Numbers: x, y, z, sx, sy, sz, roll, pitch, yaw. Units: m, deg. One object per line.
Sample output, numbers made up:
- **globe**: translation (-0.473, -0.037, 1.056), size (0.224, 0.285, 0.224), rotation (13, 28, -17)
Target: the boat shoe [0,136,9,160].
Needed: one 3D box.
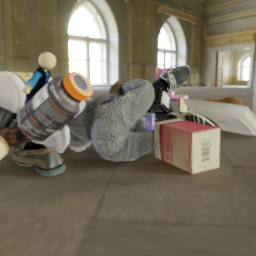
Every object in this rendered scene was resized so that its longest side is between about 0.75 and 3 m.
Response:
- **boat shoe**: translation (-3.639, 0.607, 6.020), size (2.164, 0.781, 0.703), rotation (-5, 33, 18)

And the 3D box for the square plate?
- **square plate**: translation (3.312, -0.300, 9.658), size (2.325, 0.334, 2.347), rotation (14, -12, 46)

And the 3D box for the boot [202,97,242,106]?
- **boot**: translation (4.716, -1.176, 15.458), size (2.509, 0.962, 1.948), rotation (-10, 9, -13)

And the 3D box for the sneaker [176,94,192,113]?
- **sneaker**: translation (2.304, -1.315, 15.290), size (2.535, 1.058, 1.022), rotation (2, 10, 15)

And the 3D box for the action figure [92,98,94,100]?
- **action figure**: translation (-2.060, -0.347, 10.146), size (1.620, 1.801, 2.419), rotation (-6, -16, 18)

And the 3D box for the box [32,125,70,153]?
- **box**: translation (-2.187, 0.269, 8.075), size (0.807, 0.633, 1.298), rotation (-2, 11, -2)

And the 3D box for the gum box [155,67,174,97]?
- **gum box**: translation (1.843, -2.299, 13.843), size (0.801, 1.375, 2.424), rotation (2, 11, 12)

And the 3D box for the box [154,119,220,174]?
- **box**: translation (1.344, 0.381, 6.642), size (0.804, 0.943, 1.475), rotation (-9, 13, -27)

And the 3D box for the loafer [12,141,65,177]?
- **loafer**: translation (-2.101, 0.547, 6.450), size (0.717, 0.628, 1.997), rotation (-23, 23, -40)

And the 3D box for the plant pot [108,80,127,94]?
- **plant pot**: translation (-0.415, -1.197, 13.310), size (1.662, 1.662, 1.442), rotation (8, 46, 37)

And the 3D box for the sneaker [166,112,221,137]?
- **sneaker**: translation (2.253, -0.169, 9.286), size (0.959, 0.884, 2.398), rotation (-12, 18, -23)

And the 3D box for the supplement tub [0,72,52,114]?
- **supplement tub**: translation (-4.659, -1.463, 12.848), size (2.146, 2.146, 2.972), rotation (4, 10, 20)

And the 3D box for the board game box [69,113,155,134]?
- **board game box**: translation (-0.486, -0.186, 10.033), size (1.890, 0.629, 2.811), rotation (6, 9, 29)

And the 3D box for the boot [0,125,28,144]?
- **boot**: translation (-4.154, 0.123, 9.140), size (2.023, 0.650, 1.886), rotation (-3, 8, 9)

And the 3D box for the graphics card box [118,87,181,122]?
- **graphics card box**: translation (0.921, -0.861, 11.291), size (1.760, 0.714, 2.806), rotation (6, -9, 27)

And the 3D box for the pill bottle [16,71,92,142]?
- **pill bottle**: translation (-1.669, -0.516, 6.484), size (1.859, 0.987, 0.987), rotation (-34, -7, 28)

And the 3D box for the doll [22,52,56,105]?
- **doll**: translation (-3.191, -1.249, 9.774), size (0.698, 2.881, 1.966), rotation (21, 17, -3)

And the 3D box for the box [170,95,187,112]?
- **box**: translation (1.791, -1.021, 13.706), size (1.925, 1.058, 2.189), rotation (4, 11, 20)

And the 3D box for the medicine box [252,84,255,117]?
- **medicine box**: translation (5.808, -0.987, 11.786), size (0.972, 1.721, 1.889), rotation (6, 12, 28)

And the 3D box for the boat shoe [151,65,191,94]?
- **boat shoe**: translation (1.626, -1.920, 12.076), size (2.500, 0.936, 0.773), rotation (-27, 4, 2)

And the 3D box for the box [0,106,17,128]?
- **box**: translation (-4.459, -0.400, 9.680), size (1.119, 0.706, 1.139), rotation (26, -8, -1)

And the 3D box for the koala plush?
- **koala plush**: translation (-0.736, -0.177, 7.160), size (2.273, 2.016, 2.089), rotation (10, 23, 32)
